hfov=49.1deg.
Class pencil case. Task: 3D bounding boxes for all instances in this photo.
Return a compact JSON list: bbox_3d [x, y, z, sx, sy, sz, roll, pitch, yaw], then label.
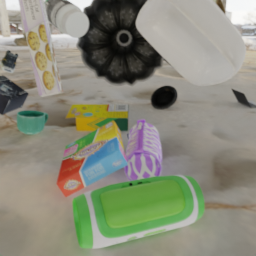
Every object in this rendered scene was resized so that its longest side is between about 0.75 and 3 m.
[{"bbox_3d":[0.379,0.520,6.866,0.895,0.912,2.133,-3,21,3],"label":"pencil case"}]

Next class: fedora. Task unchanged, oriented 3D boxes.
[{"bbox_3d":[1.601,-1.216,12.025,1.214,1.214,0.555,14,-12,34],"label":"fedora"}]

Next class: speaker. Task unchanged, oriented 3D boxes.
[{"bbox_3d":[0.173,1.339,4.630,2.060,0.911,0.911,-7,21,-18],"label":"speaker"}]

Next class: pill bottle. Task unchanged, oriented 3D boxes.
[{"bbox_3d":[-1.719,-3.058,7.712,0.816,0.816,1.442,-14,43,-34],"label":"pill bottle"}]

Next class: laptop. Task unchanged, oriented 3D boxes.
[{"bbox_3d":[5.308,-1.330,12.388,1.155,0.669,1.082,-3,21,-9],"label":"laptop"}]

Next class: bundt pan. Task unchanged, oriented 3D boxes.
[{"bbox_3d":[-0.189,-2.795,9.002,2.926,2.926,1.098,-2,9,-7],"label":"bundt pan"}]

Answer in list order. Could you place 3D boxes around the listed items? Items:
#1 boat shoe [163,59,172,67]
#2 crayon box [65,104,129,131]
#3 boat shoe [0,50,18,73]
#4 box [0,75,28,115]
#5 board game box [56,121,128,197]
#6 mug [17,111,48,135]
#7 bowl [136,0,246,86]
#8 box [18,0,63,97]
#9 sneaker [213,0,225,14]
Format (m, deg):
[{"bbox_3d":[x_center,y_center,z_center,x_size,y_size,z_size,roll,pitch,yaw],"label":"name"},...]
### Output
[{"bbox_3d":[1.695,-3.144,11.963,2.187,0.765,0.725,24,-14,-34],"label":"boat shoe"},{"bbox_3d":[-1.022,-0.382,9.794,2.078,0.528,1.319,1,25,1],"label":"crayon box"},{"bbox_3d":[-3.051,-1.752,7.261,0.381,0.489,1.076,19,11,-31],"label":"boat shoe"},{"bbox_3d":[-3.340,-0.891,7.466,0.909,0.534,0.894,36,22,0],"label":"box"},{"bbox_3d":[-0.816,0.611,6.461,1.469,0.387,1.920,-28,20,3],"label":"board game box"},{"bbox_3d":[-3.073,-0.159,9.112,1.034,0.639,0.849,-1,18,-27],"label":"mug"},{"bbox_3d":[1.262,-1.857,5.618,0.791,2.117,2.120,-48,9,-6],"label":"bowl"},{"bbox_3d":[-2.121,-2.077,6.748,0.542,2.614,0.506,-10,6,-1],"label":"box"},{"bbox_3d":[2.102,-2.751,8.572,1.340,1.001,2.985,-7,52,37],"label":"sneaker"}]
